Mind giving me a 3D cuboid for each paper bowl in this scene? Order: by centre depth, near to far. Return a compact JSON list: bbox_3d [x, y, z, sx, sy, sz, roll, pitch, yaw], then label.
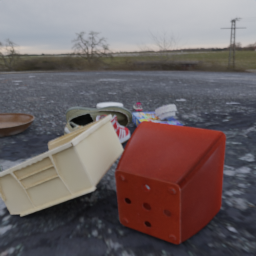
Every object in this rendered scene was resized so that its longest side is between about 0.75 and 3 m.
[{"bbox_3d":[1.620,-0.632,11.876,0.897,0.466,0.897,-15,-9,-2],"label":"paper bowl"}]

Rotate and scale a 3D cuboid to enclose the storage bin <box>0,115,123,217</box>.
[{"bbox_3d":[-1.454,0.794,6.409,2.198,1.037,2.214,-22,9,20],"label":"storage bin"}]

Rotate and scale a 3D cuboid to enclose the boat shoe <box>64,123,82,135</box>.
[{"bbox_3d":[-1.934,0.175,10.797,1.478,0.505,0.552,17,17,34],"label":"boat shoe"}]

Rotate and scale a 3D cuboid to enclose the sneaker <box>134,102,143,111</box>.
[{"bbox_3d":[0.614,-1.305,16.284,0.522,0.484,1.296,-1,15,-4],"label":"sneaker"}]

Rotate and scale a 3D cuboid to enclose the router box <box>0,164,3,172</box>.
[{"bbox_3d":[-4.081,1.193,7.551,1.048,0.325,0.785,6,17,19],"label":"router box"}]

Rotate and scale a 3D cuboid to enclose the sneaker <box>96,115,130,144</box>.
[{"bbox_3d":[-0.529,-0.014,10.227,0.749,1.182,2.102,-2,14,21],"label":"sneaker"}]

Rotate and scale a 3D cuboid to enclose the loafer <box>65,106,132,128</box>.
[{"bbox_3d":[-1.261,-0.280,11.908,2.904,1.092,1.012,-1,30,2],"label":"loafer"}]

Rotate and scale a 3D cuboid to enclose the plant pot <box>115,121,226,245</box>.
[{"bbox_3d":[0.715,1.084,5.469,1.848,1.847,1.629,9,26,30],"label":"plant pot"}]

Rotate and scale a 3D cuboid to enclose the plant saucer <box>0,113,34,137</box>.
[{"bbox_3d":[-5.440,-0.112,11.938,2.806,0.513,2.806,0,16,0],"label":"plant saucer"}]

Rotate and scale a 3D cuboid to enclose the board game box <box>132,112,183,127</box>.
[{"bbox_3d":[1.214,-0.257,12.582,1.677,0.427,2.478,-3,16,-9],"label":"board game box"}]

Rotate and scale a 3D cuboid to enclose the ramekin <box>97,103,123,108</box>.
[{"bbox_3d":[-0.943,-0.881,14.456,1.367,0.637,1.367,0,15,0],"label":"ramekin"}]
